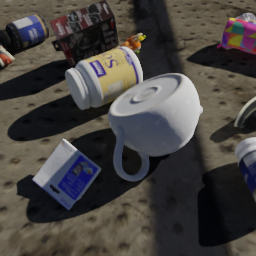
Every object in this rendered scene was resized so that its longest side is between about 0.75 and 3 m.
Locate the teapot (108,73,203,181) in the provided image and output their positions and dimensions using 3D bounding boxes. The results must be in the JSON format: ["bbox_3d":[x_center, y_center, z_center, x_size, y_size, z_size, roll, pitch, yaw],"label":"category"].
[{"bbox_3d":[0.821,-0.100,7.570,2.617,1.911,2.583,-22,24,11],"label":"teapot"}]

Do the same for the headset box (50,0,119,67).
[{"bbox_3d":[-1.592,-3.316,10.111,2.297,1.709,0.887,-24,71,-4],"label":"headset box"}]

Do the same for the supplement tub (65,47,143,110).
[{"bbox_3d":[-0.770,-1.576,9.005,2.113,1.536,1.536,-26,53,-20],"label":"supplement tub"}]

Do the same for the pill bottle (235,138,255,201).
[{"bbox_3d":[3.315,1.053,6.934,0.946,0.946,1.635,-3,39,-2],"label":"pill bottle"}]

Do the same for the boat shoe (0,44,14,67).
[{"bbox_3d":[-5.024,-2.996,10.924,0.517,0.589,1.654,-35,61,-18],"label":"boat shoe"}]

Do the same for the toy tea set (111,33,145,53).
[{"bbox_3d":[-0.087,-2.972,10.923,1.783,0.660,1.060,-35,19,-7],"label":"toy tea set"}]

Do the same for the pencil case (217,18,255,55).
[{"bbox_3d":[5.053,-3.419,10.981,2.798,1.237,1.237,19,51,18],"label":"pencil case"}]

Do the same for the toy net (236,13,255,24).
[{"bbox_3d":[5.868,-4.496,12.325,1.423,0.524,2.712,-14,49,-12],"label":"toy net"}]

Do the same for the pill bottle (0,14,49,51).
[{"bbox_3d":[-4.274,-3.851,11.406,1.849,1.034,1.034,-33,56,-26],"label":"pill bottle"}]

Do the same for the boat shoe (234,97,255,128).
[{"bbox_3d":[4.116,-0.535,8.612,2.106,0.756,0.712,-26,49,-24],"label":"boat shoe"}]

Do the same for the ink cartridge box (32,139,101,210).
[{"bbox_3d":[-1.544,1.167,7.092,1.280,0.280,1.292,36,85,13],"label":"ink cartridge box"}]
